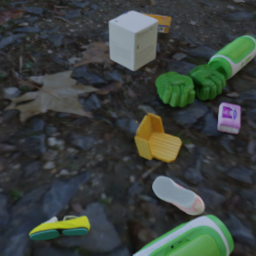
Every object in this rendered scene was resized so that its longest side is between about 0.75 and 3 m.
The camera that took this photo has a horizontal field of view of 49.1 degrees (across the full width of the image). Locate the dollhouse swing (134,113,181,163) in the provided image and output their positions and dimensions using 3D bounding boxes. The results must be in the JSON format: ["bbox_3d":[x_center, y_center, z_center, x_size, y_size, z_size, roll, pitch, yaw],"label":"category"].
[{"bbox_3d":[1.062,0.334,9.337,1.144,1.182,1.301,7,44,28],"label":"dollhouse swing"}]

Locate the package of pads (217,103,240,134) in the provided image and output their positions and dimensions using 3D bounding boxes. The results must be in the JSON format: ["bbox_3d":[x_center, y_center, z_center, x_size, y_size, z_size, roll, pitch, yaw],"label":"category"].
[{"bbox_3d":[3.723,-0.350,10.350,0.736,0.462,1.221,14,48,9],"label":"package of pads"}]

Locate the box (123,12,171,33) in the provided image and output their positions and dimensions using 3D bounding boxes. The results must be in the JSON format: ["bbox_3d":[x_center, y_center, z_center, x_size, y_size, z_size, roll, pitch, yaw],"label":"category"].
[{"bbox_3d":[0.950,-5.522,14.644,2.462,0.511,1.466,7,6,3],"label":"box"}]

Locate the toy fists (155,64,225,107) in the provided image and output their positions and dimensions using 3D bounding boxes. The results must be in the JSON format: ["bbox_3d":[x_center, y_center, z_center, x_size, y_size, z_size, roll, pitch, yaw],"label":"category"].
[{"bbox_3d":[2.544,-1.690,11.215,2.832,0.974,1.443,-15,58,-15],"label":"toy fists"}]

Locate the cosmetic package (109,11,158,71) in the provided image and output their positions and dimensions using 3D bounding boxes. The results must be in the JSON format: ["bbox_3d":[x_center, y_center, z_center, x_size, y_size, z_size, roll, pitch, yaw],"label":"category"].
[{"bbox_3d":[0.225,-3.981,12.817,1.595,1.917,1.604,34,55,28],"label":"cosmetic package"}]

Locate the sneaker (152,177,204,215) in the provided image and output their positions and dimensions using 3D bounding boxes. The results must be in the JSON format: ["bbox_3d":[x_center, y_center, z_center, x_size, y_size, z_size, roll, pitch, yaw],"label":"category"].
[{"bbox_3d":[1.460,2.000,8.071,1.684,0.880,0.634,16,69,54],"label":"sneaker"}]

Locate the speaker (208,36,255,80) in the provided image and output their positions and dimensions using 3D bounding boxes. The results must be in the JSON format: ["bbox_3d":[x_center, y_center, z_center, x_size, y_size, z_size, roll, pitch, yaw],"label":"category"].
[{"bbox_3d":[4.703,-3.134,12.527,1.237,1.237,2.798,34,55,28],"label":"speaker"}]

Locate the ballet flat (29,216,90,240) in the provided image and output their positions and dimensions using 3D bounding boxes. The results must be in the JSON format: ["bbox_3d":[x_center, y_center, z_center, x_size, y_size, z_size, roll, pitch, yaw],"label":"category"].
[{"bbox_3d":[-1.801,2.625,7.451,1.552,0.519,0.520,-6,45,-3],"label":"ballet flat"}]

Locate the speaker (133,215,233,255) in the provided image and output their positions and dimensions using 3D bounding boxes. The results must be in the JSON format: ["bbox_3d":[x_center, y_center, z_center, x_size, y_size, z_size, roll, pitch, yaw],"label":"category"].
[{"bbox_3d":[1.146,3.092,6.587,2.633,1.164,1.164,-22,50,-20],"label":"speaker"}]
